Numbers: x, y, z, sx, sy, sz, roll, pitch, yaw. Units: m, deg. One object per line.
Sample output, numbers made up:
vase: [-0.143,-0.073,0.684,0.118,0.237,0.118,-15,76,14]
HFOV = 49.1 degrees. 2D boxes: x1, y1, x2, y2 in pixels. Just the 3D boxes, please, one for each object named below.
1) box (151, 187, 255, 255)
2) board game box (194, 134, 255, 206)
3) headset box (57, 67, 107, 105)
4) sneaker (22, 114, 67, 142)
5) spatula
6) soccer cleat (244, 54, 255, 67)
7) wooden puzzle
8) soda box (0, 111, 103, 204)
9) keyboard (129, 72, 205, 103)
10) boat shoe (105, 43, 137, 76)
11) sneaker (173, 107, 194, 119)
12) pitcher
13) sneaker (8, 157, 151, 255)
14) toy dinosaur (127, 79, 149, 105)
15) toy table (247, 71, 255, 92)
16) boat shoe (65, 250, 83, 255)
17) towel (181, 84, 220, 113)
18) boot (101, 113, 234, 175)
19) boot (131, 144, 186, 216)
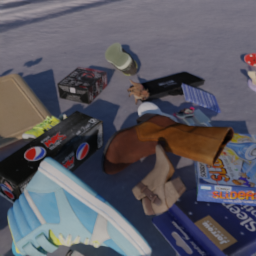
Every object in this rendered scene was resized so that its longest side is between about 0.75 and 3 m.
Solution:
box: [2.167,1.849,6.006,2.943,0.477,1.783,-15,30,-24]
board game box: [2.569,0.874,6.907,1.839,0.468,2.716,3,24,9]
headset box: [-1.692,-1.724,10.915,1.315,0.664,1.769,13,39,17]
sneaker: [-2.400,0.007,8.195,0.656,0.665,1.739,6,13,25]
spatula: [2.197,0.146,8.910,1.447,0.167,2.081,-12,42,-18]
soccer cleat: [6.193,-3.149,12.948,1.693,0.581,0.721,5,25,5]
wooden puzzle: [-4.077,-0.508,8.874,2.774,0.517,2.566,-25,65,-39]
soda box: [-1.957,0.730,7.435,1.059,0.948,2.992,22,42,27]
keyboard: [1.649,-1.537,10.962,2.875,0.369,1.726,-19,35,-22]
boat shoe: [-0.339,-3.071,12.647,0.930,0.786,2.609,-43,36,10]
sneaker: [1.831,-0.506,9.269,0.839,0.313,0.338,-9,28,-32]
pitcher: [0.942,-0.380,9.192,0.968,0.684,1.128,-19,49,-29]
sneaker: [-1.116,2.149,5.634,2.900,1.153,1.893,36,74,13]
toy dinosaur: [0.399,-1.339,10.099,0.748,0.474,1.104,-28,62,27]
toy table: [5.271,-1.953,11.267,0.978,0.623,1.064,-3,36,-5]
boat shoe: [-0.411,3.052,4.636,2.230,0.833,1.034,17,50,29]
towel: [2.595,-1.047,10.049,1.442,0.172,1.044,18,37,-14]
boot: [0.955,0.614,7.152,2.705,0.926,2.547,15,37,40]
boot: [0.575,1.173,6.324,1.094,0.525,1.496,-32,46,7]
